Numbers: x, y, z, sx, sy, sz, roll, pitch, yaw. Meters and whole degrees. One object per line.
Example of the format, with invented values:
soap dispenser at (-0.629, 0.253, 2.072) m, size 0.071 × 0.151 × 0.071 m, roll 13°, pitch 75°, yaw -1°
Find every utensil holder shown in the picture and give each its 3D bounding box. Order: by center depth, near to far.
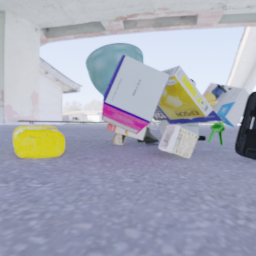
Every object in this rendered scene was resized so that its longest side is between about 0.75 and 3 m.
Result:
utensil holder at (2.392, -0.415, 13.621) m, size 1.928 × 1.928 × 2.269 m, roll 0°, pitch 18°, yaw 5°

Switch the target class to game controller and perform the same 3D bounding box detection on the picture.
game controller at (3.872, -0.108, 8.411) m, size 0.446 × 2.120 × 1.106 m, roll 14°, pitch 1°, yaw -33°

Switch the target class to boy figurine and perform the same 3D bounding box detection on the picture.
boy figurine at (3.581, -1.205, 12.125) m, size 0.466 × 1.447 × 0.900 m, roll 33°, pitch 14°, yaw -33°

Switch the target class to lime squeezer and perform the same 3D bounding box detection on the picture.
lime squeezer at (3.415, 0.179, 10.897) m, size 0.466 × 0.872 × 2.470 m, roll 24°, pitch 6°, yaw 28°

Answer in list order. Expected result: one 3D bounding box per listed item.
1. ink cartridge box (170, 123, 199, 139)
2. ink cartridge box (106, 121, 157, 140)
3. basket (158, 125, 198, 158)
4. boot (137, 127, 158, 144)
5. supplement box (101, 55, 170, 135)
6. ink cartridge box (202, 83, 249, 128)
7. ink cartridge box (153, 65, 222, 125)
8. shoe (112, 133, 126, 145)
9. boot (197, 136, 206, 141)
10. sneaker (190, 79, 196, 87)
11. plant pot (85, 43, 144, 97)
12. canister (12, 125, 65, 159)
ink cartridge box at (2.293, 0.306, 11.519) m, size 0.912 × 0.525 × 1.249 m, roll 7°, pitch -19°, yaw -1°
ink cartridge box at (0.180, -0.093, 11.797) m, size 1.965 × 0.663 × 1.145 m, roll 16°, pitch 20°, yaw 2°
basket at (1.597, 0.442, 9.038) m, size 0.813 × 0.893 × 1.318 m, roll 22°, pitch -1°, yaw -4°
boot at (0.923, 0.115, 13.226) m, size 0.610 × 1.176 × 1.800 m, roll -10°, pitch -12°, yaw 27°
supplement box at (0.074, -0.845, 8.694) m, size 1.472 × 1.442 × 2.849 m, roll 23°, pitch -9°, yaw -4°
ink cartridge box at (4.074, -1.145, 12.754) m, size 0.882 × 1.508 × 2.600 m, roll 37°, pitch -3°, yaw -30°
ink cartridge box at (1.598, -0.886, 10.302) m, size 2.712 × 0.637 × 2.680 m, roll 48°, pitch -27°, yaw -23°
shoe at (-0.145, -0.044, 12.832) m, size 0.491 × 1.840 × 0.643 m, roll 6°, pitch -19°, yaw 46°
boot at (3.993, 0.548, 15.820) m, size 0.838 × 0.310 × 0.687 m, roll 8°, pitch 6°, yaw 9°
sneaker at (2.173, -1.120, 10.795) m, size 0.832 × 0.821 × 2.179 m, roll 37°, pitch -23°, yaw 4°
plant pot at (-0.432, -2.107, 11.820) m, size 2.535 × 1.699 × 2.535 m, roll -10°, pitch -20°, yaw -4°
canister at (-3.247, 0.467, 10.070) m, size 1.705 × 0.993 × 2.295 m, roll -1°, pitch 4°, yaw -21°
